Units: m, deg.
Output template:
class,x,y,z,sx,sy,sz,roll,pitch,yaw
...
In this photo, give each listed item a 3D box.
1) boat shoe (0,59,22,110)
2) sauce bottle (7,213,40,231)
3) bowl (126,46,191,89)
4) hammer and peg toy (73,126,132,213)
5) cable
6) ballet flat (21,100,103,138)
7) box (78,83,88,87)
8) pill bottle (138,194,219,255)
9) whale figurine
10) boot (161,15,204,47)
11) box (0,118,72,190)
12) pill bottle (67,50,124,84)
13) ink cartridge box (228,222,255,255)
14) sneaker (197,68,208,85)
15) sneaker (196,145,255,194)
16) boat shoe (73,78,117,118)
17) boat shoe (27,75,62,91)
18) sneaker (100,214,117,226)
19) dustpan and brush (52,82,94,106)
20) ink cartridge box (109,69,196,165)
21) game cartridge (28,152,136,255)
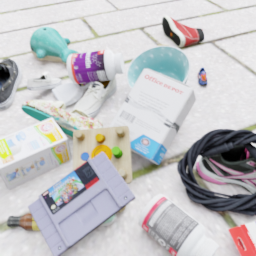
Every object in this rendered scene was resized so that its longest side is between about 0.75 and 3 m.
class,x,y,z,sx,sy,sz,roll,pitch,yaw
boat shoe,-4.869,-1.989,10.849,1.046,0.991,2.991,-4,45,-4
sauce bottle,-2.277,2.312,6.935,1.359,0.449,0.449,2,45,2
bowl,1.181,-1.728,10.177,2.273,1.189,2.273,-9,59,15
hammer and peg toy,-0.735,1.069,7.393,1.652,0.792,2.245,-4,71,7
cable,2.560,1.080,7.107,2.666,2.175,0.677,10,14,21
ballet flat,-2.050,-0.324,9.071,2.830,1.070,0.905,26,63,8
box,-1.695,-1.999,11.191,0.996,0.528,0.609,-13,46,-13
pill bottle,1.145,2.393,6.417,1.713,0.948,0.948,34,54,29
whale figurine,-3.275,-3.643,12.344,2.384,1.237,1.896,31,52,25
boot,2.764,-4.917,13.969,1.627,0.817,2.256,-17,55,-17
box,-2.797,0.703,8.138,1.972,0.999,1.109,-25,51,-23
pill bottle,-1.158,-2.222,10.155,1.940,1.091,1.091,-6,44,9
ink cartridge box,3.110,2.671,6.533,1.447,0.487,0.841,-9,46,-9
sneaker,3.019,-2.090,11.378,0.383,0.398,1.016,-2,45,0
sneaker,3.396,1.058,7.620,2.893,1.249,1.162,6,47,5
boat shoe,-1.181,-1.257,10.198,0.886,0.873,2.500,23,49,21
boat shoe,-3.190,-1.797,10.726,0.557,0.508,1.548,21,28,35
sneaker,-0.932,1.989,7.014,1.320,0.779,0.486,13,46,12
dustpan and brush,-1.958,-1.443,10.645,1.605,0.459,1.120,-34,52,-7
ink cartridge box,0.706,-0.342,8.446,1.720,1.008,2.349,29,83,26
game cartridge,-1.118,1.728,6.578,2.219,0.426,1.438,-36,72,-6
